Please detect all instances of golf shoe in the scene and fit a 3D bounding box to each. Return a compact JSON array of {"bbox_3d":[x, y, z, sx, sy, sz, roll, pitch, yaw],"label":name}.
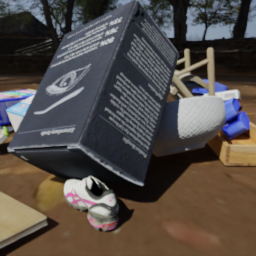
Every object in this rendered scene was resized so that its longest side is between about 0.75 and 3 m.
[{"bbox_3d":[-0.577,0.998,4.324,0.494,0.627,1.361,-6,14,-38],"label":"golf shoe"}]

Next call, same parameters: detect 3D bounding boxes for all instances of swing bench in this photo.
[{"bbox_3d":[2.246,-1.286,10.116,1.735,2.674,2.660,-25,15,0],"label":"swing bench"}]

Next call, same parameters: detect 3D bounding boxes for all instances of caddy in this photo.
[{"bbox_3d":[4.298,-1.823,14.766,1.929,1.012,1.363,15,2,-20],"label":"caddy"},{"bbox_3d":[2.886,-0.253,7.994,0.737,0.992,1.403,-30,4,31],"label":"caddy"}]

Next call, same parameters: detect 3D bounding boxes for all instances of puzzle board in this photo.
[{"bbox_3d":[-2.770,1.297,3.870,2.698,0.235,2.034,10,16,37],"label":"puzzle board"}]

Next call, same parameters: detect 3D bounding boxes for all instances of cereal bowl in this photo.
[{"bbox_3d":[1.110,0.076,6.482,2.381,0.992,2.381,-12,-9,-2],"label":"cereal bowl"}]

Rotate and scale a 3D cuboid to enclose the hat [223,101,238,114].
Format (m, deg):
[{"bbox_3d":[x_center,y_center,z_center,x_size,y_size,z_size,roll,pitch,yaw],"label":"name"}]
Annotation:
[{"bbox_3d":[3.957,-0.784,11.599,1.473,0.594,1.473,0,13,0],"label":"hat"}]

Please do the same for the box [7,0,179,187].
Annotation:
[{"bbox_3d":[-0.535,-0.505,4.953,2.019,2.729,1.424,-5,-32,43],"label":"box"}]

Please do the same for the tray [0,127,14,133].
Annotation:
[{"bbox_3d":[-4.276,0.085,9.054,1.097,0.122,0.589,3,15,10],"label":"tray"}]

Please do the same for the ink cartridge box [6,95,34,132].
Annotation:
[{"bbox_3d":[-1.493,-0.256,6.598,1.266,1.233,1.969,14,39,34],"label":"ink cartridge box"}]

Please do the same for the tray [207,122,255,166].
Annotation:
[{"bbox_3d":[2.866,0.288,7.443,1.410,0.529,2.858,1,15,2],"label":"tray"}]

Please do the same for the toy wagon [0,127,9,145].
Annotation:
[{"bbox_3d":[-3.427,0.360,7.111,0.841,0.214,1.084,-35,27,-13],"label":"toy wagon"}]

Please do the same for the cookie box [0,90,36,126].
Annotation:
[{"bbox_3d":[-4.458,-0.886,11.140,2.209,0.970,2.583,11,17,38],"label":"cookie box"}]

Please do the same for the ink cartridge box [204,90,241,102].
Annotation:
[{"bbox_3d":[4.461,-1.392,13.069,1.453,0.452,1.805,-6,0,27],"label":"ink cartridge box"}]
